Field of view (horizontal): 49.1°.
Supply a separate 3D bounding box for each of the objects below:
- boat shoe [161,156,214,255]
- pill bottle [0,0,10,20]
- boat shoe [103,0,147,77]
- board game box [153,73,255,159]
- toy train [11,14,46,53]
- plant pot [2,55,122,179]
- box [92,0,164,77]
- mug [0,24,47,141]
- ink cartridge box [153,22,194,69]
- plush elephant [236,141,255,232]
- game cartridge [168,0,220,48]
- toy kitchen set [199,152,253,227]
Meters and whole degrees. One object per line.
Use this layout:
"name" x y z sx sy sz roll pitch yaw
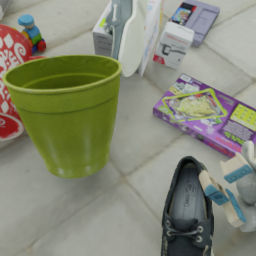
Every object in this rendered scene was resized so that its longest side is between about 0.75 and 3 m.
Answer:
"boat shoe" 1.132 1.777 5.427 1.039 0.922 2.781 3 54 27
"pill bottle" -4.735 -4.302 9.306 1.322 1.322 2.324 2 56 1
"boat shoe" -0.125 -2.423 6.802 0.861 1.014 2.785 0 67 21
"board game box" 2.136 -0.338 7.316 2.586 0.418 1.552 32 58 19
"toy train" -3.350 -2.464 8.270 0.773 1.057 1.827 31 62 19
"plant pot" -1.208 -0.195 5.924 2.246 2.163 2.246 -1 29 1
"box" 0.098 -3.033 8.464 1.477 1.331 2.625 15 58 10
"mug" -3.072 -1.160 7.030 2.268 1.704 2.555 -13 61 6
"ink cartridge box" 1.274 -2.333 8.007 0.811 1.117 0.466 19 57 -3
"plush elephant" 2.936 1.242 5.358 2.326 1.916 1.801 1 20 -15
"game cartridge" 2.163 -3.625 9.469 1.323 0.392 2.041 26 61 11
"toy kitchen set" 1.988 1.148 5.100 0.928 1.159 0.683 -36 38 21
